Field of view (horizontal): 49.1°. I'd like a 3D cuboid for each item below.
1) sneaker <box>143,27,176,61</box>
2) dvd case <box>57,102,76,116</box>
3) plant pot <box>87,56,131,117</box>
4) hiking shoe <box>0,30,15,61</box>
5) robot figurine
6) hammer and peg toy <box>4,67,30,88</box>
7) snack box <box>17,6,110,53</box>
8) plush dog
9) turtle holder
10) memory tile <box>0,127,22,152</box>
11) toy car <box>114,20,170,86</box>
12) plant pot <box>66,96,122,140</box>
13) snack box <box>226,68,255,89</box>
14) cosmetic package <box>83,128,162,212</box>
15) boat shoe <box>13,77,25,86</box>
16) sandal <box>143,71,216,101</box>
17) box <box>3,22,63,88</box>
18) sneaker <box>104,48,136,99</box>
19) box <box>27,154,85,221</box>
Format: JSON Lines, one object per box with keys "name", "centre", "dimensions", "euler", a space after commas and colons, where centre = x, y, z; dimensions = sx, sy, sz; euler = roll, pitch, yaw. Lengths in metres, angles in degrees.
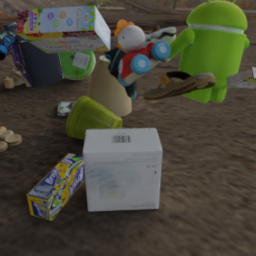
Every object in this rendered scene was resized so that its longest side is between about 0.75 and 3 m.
{"name": "sneaker", "centre": [0.764, -2.381, 8.298], "dimensions": [1.461, 0.840, 0.549], "euler": [-15, 21, 7]}
{"name": "dvd case", "centre": [-2.136, -0.825, 11.709], "dimensions": [1.557, 0.171, 1.137], "euler": [-5, 28, -7]}
{"name": "plant pot", "centre": [-0.746, -1.753, 11.244], "dimensions": [1.952, 2.084, 1.952], "euler": [4, 27, -2]}
{"name": "hiking shoe", "centre": [-2.847, -1.789, 6.079], "dimensions": [0.556, 0.647, 1.493], "euler": [-2, 18, -2]}
{"name": "robot figurine", "centre": [2.159, -2.002, 7.271], "dimensions": [2.294, 2.614, 1.512], "euler": [-5, 21, -28]}
{"name": "hammer and peg toy", "centre": [-5.276, -2.841, 14.632], "dimensions": [2.602, 0.917, 1.914], "euler": [-17, 32, -34]}
{"name": "snack box", "centre": [-1.339, -2.118, 6.212], "dimensions": [1.657, 0.561, 1.397], "euler": [1, -1, 8]}
{"name": "plush dog", "centre": [1.505, -3.665, 12.517], "dimensions": [1.574, 1.470, 1.833], "euler": [-1, 17, -45]}
{"name": "turtle holder", "centre": [-3.149, -3.513, 14.972], "dimensions": [2.772, 2.106, 1.969], "euler": [-12, -1, -1]}
{"name": "memory tile", "centre": [-4.739, 0.520, 9.130], "dimensions": [1.599, 0.175, 2.087], "euler": [23, 35, 36]}
{"name": "toy car", "centre": [0.077, -1.982, 6.994], "dimensions": [1.265, 1.430, 1.319], "euler": [-37, 5, -18]}
{"name": "plant pot", "centre": [-1.022, -0.110, 9.221], "dimensions": [1.422, 1.477, 1.477], "euler": [23, 33, 15]}
{"name": "snack box", "centre": [2.544, -1.001, 5.718], "dimensions": [0.882, 0.234, 0.627], "euler": [-3, -7, -31]}
{"name": "cosmetic package", "centre": [-0.138, 0.990, 6.587], "dimensions": [1.680, 1.685, 1.036], "euler": [-2, 30, -3]}
{"name": "boat shoe", "centre": [-5.654, -2.534, 14.693], "dimensions": [0.371, 0.428, 1.003], "euler": [21, 34, 34]}
{"name": "sandal", "centre": [1.004, -0.961, 5.893], "dimensions": [0.848, 0.570, 2.111], "euler": [-13, 3, -22]}
{"name": "box", "centre": [-3.515, -2.815, 10.366], "dimensions": [1.236, 1.754, 2.370], "euler": [-22, 40, -24]}
{"name": "sneaker", "centre": [-0.222, -1.710, 8.877], "dimensions": [0.772, 0.690, 1.884], "euler": [-13, 66, -8]}
{"name": "box", "centre": [-1.671, 1.390, 6.957], "dimensions": [0.585, 0.637, 1.819], "euler": [10, 29, 18]}
